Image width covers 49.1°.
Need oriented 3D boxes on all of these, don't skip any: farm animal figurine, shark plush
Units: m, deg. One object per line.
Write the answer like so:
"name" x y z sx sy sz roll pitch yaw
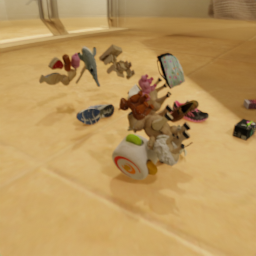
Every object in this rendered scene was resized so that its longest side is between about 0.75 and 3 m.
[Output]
"farm animal figurine" 0.766 -0.234 8.737 2.698 1.422 2.728 51 29 2
"shark plush" -1.518 -2.361 10.944 0.755 1.662 0.692 -9 28 -6

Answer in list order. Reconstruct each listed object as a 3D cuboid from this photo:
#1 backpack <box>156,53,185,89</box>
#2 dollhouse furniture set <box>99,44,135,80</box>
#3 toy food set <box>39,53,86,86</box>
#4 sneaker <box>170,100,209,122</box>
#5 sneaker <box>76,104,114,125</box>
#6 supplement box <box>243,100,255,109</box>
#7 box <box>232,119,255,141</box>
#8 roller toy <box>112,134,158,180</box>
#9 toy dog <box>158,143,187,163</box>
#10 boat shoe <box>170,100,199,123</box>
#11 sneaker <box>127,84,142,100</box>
"backpack" 1.957 -2.547 12.646 0.959 1.264 1.515 -24 55 18
"dollhouse furniture set" -0.658 -3.032 13.539 1.361 1.032 1.553 6 59 -47
"toy food set" -2.963 -2.789 13.087 0.432 1.743 2.741 39 17 15
"sneaker" 2.693 -0.785 12.259 1.710 0.816 0.676 13 29 20
"sneaker" -1.522 -0.619 12.224 1.889 0.728 0.805 -16 21 -41
"supplement box" 6.134 -1.133 13.448 0.985 0.300 0.536 0 27 2
"box" 4.567 0.061 10.978 0.593 0.496 0.798 24 37 38
"roller toy" 0.198 0.923 8.443 0.955 1.366 1.247 -51 9 -32
"toy dog" 1.373 0.780 9.536 1.059 0.739 1.027 -27 67 -41
"boat shoe" 1.712 -0.554 9.006 0.382 1.124 0.404 -4 60 -55
"sneaker" 0.441 -1.340 13.590 0.827 0.711 1.954 -38 33 11
